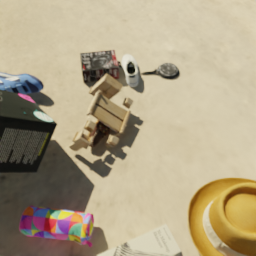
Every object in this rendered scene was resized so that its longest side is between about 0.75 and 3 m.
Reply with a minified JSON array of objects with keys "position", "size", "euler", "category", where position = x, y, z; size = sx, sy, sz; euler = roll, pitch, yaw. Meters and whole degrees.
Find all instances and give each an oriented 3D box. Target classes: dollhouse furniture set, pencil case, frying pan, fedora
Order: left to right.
[{"position":[-1.648,2.308,6.627],"size":[1.720,0.760,0.760],"euler":[7,52,7],"category":"pencil case"},{"position":[-0.825,-0.256,8.646],"size":[1.237,1.057,2.387],"euler":[33,57,-21],"category":"dollhouse furniture set"},{"position":[1.247,-2.226,10.563],"size":[1.391,0.226,0.841],"euler":[14,57,7],"category":"frying pan"},{"position":[2.851,2.105,6.507],"size":[2.839,1.158,2.839],"euler":[0,51,-1],"category":"fedora"}]

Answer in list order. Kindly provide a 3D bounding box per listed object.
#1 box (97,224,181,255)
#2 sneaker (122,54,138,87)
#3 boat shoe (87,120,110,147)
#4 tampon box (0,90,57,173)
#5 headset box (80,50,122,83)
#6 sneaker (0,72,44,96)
[{"position":[0.197,2.892,6.202],"size":[1.801,0.616,0.740],"euler":[-20,52,-16],"category":"box"},{"position":[0.112,-2.269,10.357],"size":[0.603,0.585,1.652],"euler":[-9,52,-7],"category":"sneaker"},{"position":[-0.790,0.006,8.582],"size":[0.518,0.519,1.474],"euler":[14,53,15],"category":"boat shoe"},{"position":[-3.442,-0.019,6.956],"size":[1.845,1.554,2.461],"euler":[37,17,37],"category":"tampon box"},{"position":[-0.995,-2.311,10.400],"size":[1.483,0.573,1.104],"euler":[-8,52,-7],"category":"headset box"},{"position":[-3.865,-1.379,9.594],"size":[2.006,0.742,0.825],"euler":[4,53,12],"category":"sneaker"}]
